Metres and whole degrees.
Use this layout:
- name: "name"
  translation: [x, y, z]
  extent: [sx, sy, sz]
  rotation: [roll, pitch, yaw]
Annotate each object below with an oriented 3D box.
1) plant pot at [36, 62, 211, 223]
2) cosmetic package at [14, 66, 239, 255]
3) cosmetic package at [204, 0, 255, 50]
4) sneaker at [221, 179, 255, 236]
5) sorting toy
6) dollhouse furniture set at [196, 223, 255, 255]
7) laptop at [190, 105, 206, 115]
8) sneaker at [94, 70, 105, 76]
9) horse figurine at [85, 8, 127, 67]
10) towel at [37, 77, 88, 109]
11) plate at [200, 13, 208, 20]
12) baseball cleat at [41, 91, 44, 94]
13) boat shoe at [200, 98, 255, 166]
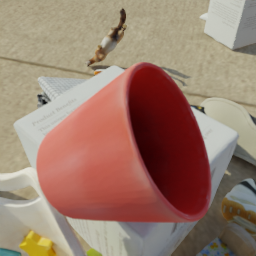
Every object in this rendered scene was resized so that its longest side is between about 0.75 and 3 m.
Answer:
- name: "plant pot"
  translation: [-0.085, 0.266, 2.717]
  extent: [1.276, 1.442, 1.442]
  rotation: [-21, 36, 31]
- name: "cosmetic package"
  translation: [-0.050, 0.732, 4.890]
  extent: [2.669, 2.220, 2.234]
  rotation: [35, 56, 29]
- name: "cosmetic package"
  translation: [3.929, -4.103, 9.871]
  extent: [1.572, 1.906, 1.571]
  rotation: [-21, 49, -20]
- name: "sneaker"
  translation: [2.879, 1.673, 4.944]
  extent: [2.266, 0.857, 0.993]
  rotation: [32, 53, 27]
- name: "sorting toy"
  translation: [-1.263, 1.583, 3.443]
  extent: [2.625, 2.363, 1.403]
  rotation: [-6, 21, 25]
- name: "dollhouse furniture set"
  translation: [1.251, 2.871, 2.826]
  extent: [2.753, 1.950, 2.997]
  rotation: [-32, 56, -21]
- name: "laptop"
  translation: [1.261, 0.001, 5.987]
  extent: [1.631, 0.945, 1.527]
  rotation: [11, 3, 10]
- name: "sneaker"
  translation: [-0.500, -1.630, 8.573]
  extent: [1.044, 0.395, 0.480]
  rotation: [9, 38, -1]
- name: "horse figurine"
  translation: [-0.592, -2.605, 8.484]
  extent: [0.489, 1.958, 1.297]
  rotation: [36, 5, -9]
- name: "towel"
  translation: [-1.123, -0.537, 6.794]
  extent: [1.857, 0.795, 1.538]
  rotation: [-5, 35, -43]
- name: "plate"
  translation: [3.775, -4.641, 11.621]
  extent: [1.156, 0.187, 1.153]
  rotation: [-34, 54, -29]
- name: "baseball cleat"
  translation: [-2.072, -0.741, 7.526]
  extent: [0.575, 0.376, 1.079]
  rotation: [-52, 54, 11]
- name: "boat shoe"
  translation: [2.863, 0.280, 6.530]
  extent: [0.919, 1.065, 2.931]
  rotation: [18, 18, -48]
